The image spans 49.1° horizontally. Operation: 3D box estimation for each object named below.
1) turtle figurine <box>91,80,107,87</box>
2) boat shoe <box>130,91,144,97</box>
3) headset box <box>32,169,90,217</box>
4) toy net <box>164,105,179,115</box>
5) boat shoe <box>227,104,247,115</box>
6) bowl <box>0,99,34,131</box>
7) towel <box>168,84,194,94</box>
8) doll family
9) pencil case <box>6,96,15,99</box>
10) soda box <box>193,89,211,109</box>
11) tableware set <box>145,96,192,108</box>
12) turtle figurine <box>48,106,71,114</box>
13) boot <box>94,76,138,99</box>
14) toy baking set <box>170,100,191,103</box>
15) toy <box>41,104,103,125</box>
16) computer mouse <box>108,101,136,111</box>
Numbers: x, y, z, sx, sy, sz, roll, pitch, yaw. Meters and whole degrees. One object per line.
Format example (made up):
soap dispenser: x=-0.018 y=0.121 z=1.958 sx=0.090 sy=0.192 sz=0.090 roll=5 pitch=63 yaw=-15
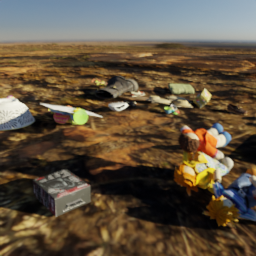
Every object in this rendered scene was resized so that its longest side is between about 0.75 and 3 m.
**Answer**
turtle figurine: x=-1.597 y=-2.604 z=16.684 sx=1.021 sy=0.408 sz=1.267 roll=15 pitch=13 yaw=16
boat shoe: x=0.496 y=-1.788 z=14.558 sx=0.771 sy=0.241 sz=0.274 roll=-10 pitch=21 yaw=-16
headset box: x=-1.315 y=1.287 z=5.627 sx=0.790 sy=0.410 sz=1.062 roll=-15 pitch=25 yaw=-40
toy net: x=1.903 y=-0.814 z=11.894 sx=0.589 sy=0.217 sz=1.123 roll=6 pitch=20 yaw=18
boat shoe: x=4.504 y=-0.776 z=11.625 sx=0.333 sy=0.333 sz=0.946 roll=-12 pitch=24 yaw=-35
bowl: x=-4.429 y=-0.589 z=10.318 sx=1.806 sy=0.848 sz=1.806 roll=1 pitch=19 yaw=0
towel: x=2.924 y=-2.155 z=15.547 sx=1.317 sy=0.324 sz=1.775 roll=1 pitch=18 yaw=1
doll family: x=1.930 y=1.096 z=5.484 sx=1.763 sy=1.280 sz=2.840 roll=-9 pitch=38 yaw=-44
pencil case: x=-5.382 y=-1.148 z=12.566 sx=0.423 sy=0.423 sz=0.957 roll=-3 pitch=19 yaw=-8
soda box: x=3.393 y=-1.352 z=12.780 sx=0.457 sy=0.483 sz=1.427 roll=47 pitch=28 yaw=0
tableware set: x=1.835 y=-1.215 z=12.790 sx=1.889 sy=0.262 sz=2.261 roll=2 pitch=14 yaw=-5
turtle figurine: x=-2.783 y=-0.662 z=11.341 sx=0.763 sy=0.305 sz=0.946 roll=1 pitch=20 yaw=24
boot: x=-0.903 y=-2.073 z=14.642 sx=2.111 sy=0.839 sz=2.424 roll=-25 pitch=26 yaw=-38
toy baking set: x=2.487 y=-1.289 z=13.384 sx=1.030 sy=0.120 sz=0.791 roll=18 pitch=26 yaw=41
toy: x=-2.123 y=-0.424 z=9.862 sx=1.515 sy=0.621 sz=2.631 roll=8 pitch=2 yaw=-30
computer mouse: x=-0.313 y=-0.926 z=12.106 sx=0.773 sy=0.309 sz=1.410 roll=14 pitch=21 yaw=38
